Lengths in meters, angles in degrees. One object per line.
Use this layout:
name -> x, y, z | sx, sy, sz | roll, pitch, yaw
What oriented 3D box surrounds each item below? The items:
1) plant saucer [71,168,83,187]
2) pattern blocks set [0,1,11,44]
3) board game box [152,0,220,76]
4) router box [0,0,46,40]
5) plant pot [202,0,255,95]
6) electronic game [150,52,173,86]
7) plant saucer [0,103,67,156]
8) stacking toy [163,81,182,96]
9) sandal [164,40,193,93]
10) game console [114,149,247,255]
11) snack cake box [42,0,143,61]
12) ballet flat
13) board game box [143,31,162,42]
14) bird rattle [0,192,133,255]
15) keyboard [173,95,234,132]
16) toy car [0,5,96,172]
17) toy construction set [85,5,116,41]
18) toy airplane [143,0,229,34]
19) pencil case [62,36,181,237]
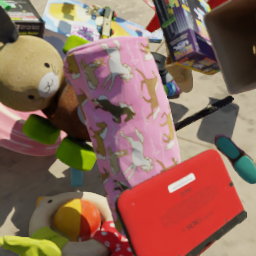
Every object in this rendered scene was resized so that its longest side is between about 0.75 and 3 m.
plant saucer -> -1.305, 1.114, 7.059 | 0.288, 0.078, 0.824 | -6, 44, -6
pattern blocks set -> -2.610, -0.870, 4.671 | 0.216, 2.663, 2.341 | 32, 38, -12
board game box -> 1.306, -1.951, 5.621 | 1.886, 0.535, 1.559 | -5, 74, -54
router box -> -3.135, -2.480, 6.061 | 2.150, 0.668, 1.611 | -15, 58, -36
plant pot -> 2.387, -1.564, 4.633 | 1.295, 1.460, 1.462 | -28, 9, -36
electronic game -> 0.621, -2.073, 9.993 | 2.238, 0.466, 2.238 | -1, 46, 1
plant saucer -> -2.642, -0.300, 7.149 | 2.480, 0.629, 2.480 | 30, 19, -11
stacking toy -> 1.174, -1.224, 9.183 | 1.156, 0.493, 0.493 | -15, 46, -9
sandal -> 1.147, -1.738, 7.330 | 0.599, 1.821, 0.668 | -23, 14, -37
game console -> 0.586, 1.284, 3.670 | 1.738, 1.032, 1.498 | -19, 84, -34
snack cake box -> -0.983, -2.429, 7.672 | 2.715, 0.912, 1.561 | 15, 52, -18
ballet flat -> 2.061, 0.539, 5.303 | 1.142, 0.395, 0.406 | 48, 23, 0
board game box -> 0.981, -3.965, 12.125 | 0.970, 0.178, 0.734 | 5, 45, 5
bird rattle -> -0.851, 1.967, 5.320 | 2.835, 1.597, 2.311 | -7, 29, -11
keyboard -> 1.122, -0.159, 4.804 | 0.148, 1.433, 0.910 | 62, 24, 6
toy car -> -1.457, -0.766, 4.749 | 2.182, 2.765, 2.271 | 28, 92, 31
toy construction set -> -0.622, -2.319, 6.651 | 0.634, 0.902, 1.376 | -8, 87, -15
toy airplane -> 1.536, -2.688, 7.069 | 2.508, 2.508, 0.461 | -1, 55, -1
pencil case -> 0.018, 0.170, 3.960 | 1.150, 2.777, 1.201 | -23, 12, -30
